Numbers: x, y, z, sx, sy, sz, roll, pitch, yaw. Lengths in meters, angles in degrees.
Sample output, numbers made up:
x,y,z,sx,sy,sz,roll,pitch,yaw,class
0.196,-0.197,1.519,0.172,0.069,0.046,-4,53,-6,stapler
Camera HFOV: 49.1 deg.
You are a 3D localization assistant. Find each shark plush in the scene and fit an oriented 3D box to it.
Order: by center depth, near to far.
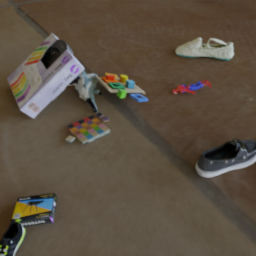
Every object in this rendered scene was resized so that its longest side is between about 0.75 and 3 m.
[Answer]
x,y,z,sx,sy,sz,roll,pitch,yaw,class
-1.373,-1.449,10.527,0.853,0.931,2.048,4,34,-26,shark plush

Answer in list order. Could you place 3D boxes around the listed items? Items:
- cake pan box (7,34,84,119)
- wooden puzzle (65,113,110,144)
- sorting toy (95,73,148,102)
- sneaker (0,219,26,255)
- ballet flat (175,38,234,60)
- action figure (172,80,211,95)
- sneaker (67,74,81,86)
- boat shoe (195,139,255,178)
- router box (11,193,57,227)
x,y,z,sx,sy,sz,roll,pitch,yaw,class
-3.068,-2.001,10.252,2.691,0.704,2.478,-42,49,4,cake pan box
-1.305,0.043,9.223,1.750,0.123,1.038,-26,46,-30,wooden puzzle
-0.314,-1.730,10.670,1.585,0.384,2.816,0,28,-30,sorting toy
-2.629,2.552,5.910,0.471,0.544,1.313,4,39,8,sneaker
3.646,-3.836,13.295,2.705,0.971,0.971,8,41,10,ballet flat
2.463,-1.552,10.975,1.476,0.382,0.483,-10,35,-4,action figure
-1.972,-2.158,11.324,1.439,0.819,0.543,-3,40,-3,sneaker
2.932,0.689,7.982,2.261,0.749,0.791,-15,42,-17,boat shoe
-2.241,1.975,6.739,0.953,0.243,0.711,-9,41,4,router box
